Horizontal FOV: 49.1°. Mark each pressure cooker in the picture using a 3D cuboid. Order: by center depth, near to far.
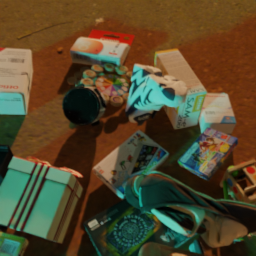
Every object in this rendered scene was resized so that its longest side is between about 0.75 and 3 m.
[{"bbox_3d":[-1.360,-0.737,8.975,1.248,1.229,1.397,21,8,4],"label":"pressure cooker"}]

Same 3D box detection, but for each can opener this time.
[{"bbox_3d":[1.730,3.200,6.351,0.328,0.414,1.245,-30,54,13],"label":"can opener"}]

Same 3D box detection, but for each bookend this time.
[{"bbox_3d":[-3.371,1.490,7.063,0.723,1.560,1.570,2,50,1],"label":"bookend"}]

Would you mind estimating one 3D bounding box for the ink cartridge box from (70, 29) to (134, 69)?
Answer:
[{"bbox_3d":[-1.003,-3.679,12.142,2.168,0.670,2.673,11,52,9],"label":"ink cartridge box"}]

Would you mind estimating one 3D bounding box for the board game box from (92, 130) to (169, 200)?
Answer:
[{"bbox_3d":[0.096,1.017,8.085,1.213,0.333,1.922,39,62,23],"label":"board game box"}]

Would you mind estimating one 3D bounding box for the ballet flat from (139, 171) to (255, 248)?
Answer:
[{"bbox_3d":[1.510,1.806,5.668,2.851,0.969,0.975,19,58,-1],"label":"ballet flat"}]

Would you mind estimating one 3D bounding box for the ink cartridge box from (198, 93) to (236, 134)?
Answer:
[{"bbox_3d":[2.909,-0.499,9.419,1.007,0.590,1.394,1,51,1],"label":"ink cartridge box"}]

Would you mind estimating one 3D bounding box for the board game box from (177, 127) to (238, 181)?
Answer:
[{"bbox_3d":[2.332,0.717,8.204,1.540,0.265,1.042,-44,43,-19],"label":"board game box"}]

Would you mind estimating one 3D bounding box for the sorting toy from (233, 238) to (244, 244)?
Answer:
[{"bbox_3d":[2.429,2.698,6.802,0.819,0.395,0.139,10,84,5],"label":"sorting toy"}]

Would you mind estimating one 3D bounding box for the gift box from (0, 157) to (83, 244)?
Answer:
[{"bbox_3d":[-2.149,1.698,6.833,1.678,1.818,1.698,16,66,4],"label":"gift box"}]

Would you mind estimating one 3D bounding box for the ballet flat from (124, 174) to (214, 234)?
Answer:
[{"bbox_3d":[1.156,1.850,6.561,2.725,0.932,0.927,26,50,-5],"label":"ballet flat"}]

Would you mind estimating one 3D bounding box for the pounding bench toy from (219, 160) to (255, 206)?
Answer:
[{"bbox_3d":[2.890,1.605,7.412,1.405,0.873,1.096,-16,51,-14],"label":"pounding bench toy"}]

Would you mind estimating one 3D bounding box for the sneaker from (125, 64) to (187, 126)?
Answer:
[{"bbox_3d":[0.700,-0.706,8.349,1.114,1.815,2.790,1,25,-27],"label":"sneaker"}]

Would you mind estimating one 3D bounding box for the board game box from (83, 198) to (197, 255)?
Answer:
[{"bbox_3d":[0.381,2.477,7.000,2.524,0.355,1.707,-25,54,-21],"label":"board game box"}]

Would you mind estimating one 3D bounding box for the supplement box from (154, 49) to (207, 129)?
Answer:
[{"bbox_3d":[1.625,-1.359,9.551,0.885,1.517,2.408,-11,49,-11],"label":"supplement box"}]

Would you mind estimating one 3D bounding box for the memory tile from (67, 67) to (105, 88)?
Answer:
[{"bbox_3d":[-1.466,-1.841,10.885,1.536,0.129,1.177,26,55,21],"label":"memory tile"}]

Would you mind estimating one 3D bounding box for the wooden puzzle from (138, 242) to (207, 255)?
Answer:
[{"bbox_3d":[1.392,2.837,4.935,2.562,2.370,0.477,7,89,6],"label":"wooden puzzle"}]

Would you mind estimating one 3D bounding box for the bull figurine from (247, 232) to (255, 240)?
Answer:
[{"bbox_3d":[2.757,2.224,6.561,0.333,0.621,1.023,-39,79,11],"label":"bull figurine"}]

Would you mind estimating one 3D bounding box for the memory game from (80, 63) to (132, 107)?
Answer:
[{"bbox_3d":[-0.585,-1.668,10.422,2.376,0.151,2.376,6,49,-7],"label":"memory game"}]

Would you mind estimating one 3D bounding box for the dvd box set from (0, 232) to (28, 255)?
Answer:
[{"bbox_3d":[-3.371,3.326,6.308,1.451,0.292,1.984,10,50,9],"label":"dvd box set"}]

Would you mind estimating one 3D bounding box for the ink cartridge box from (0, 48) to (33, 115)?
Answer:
[{"bbox_3d":[-4.488,-1.704,9.988,1.844,1.070,2.555,0,47,-12],"label":"ink cartridge box"}]
